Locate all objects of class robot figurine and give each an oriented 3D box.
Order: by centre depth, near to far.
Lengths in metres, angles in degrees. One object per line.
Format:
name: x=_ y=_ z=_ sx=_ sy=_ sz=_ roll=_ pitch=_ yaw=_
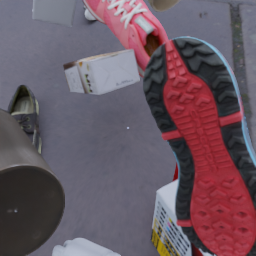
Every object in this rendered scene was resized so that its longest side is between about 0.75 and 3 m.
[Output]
robot figurine: x=-0.442 y=1.711 z=3.363 sx=1.028 sy=0.580 sz=0.872 roll=11 pitch=6 yaw=27

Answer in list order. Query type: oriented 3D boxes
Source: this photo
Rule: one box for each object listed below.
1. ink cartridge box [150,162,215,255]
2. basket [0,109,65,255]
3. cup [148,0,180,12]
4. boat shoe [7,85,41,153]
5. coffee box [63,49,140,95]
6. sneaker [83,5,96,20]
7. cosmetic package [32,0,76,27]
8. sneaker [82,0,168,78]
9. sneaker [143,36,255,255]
ink cartridge box: x=0.996 y=1.688 z=4.721 sx=0.864 sy=2.060 sz=1.809 roll=-25 pitch=53 yaw=-19
basket: x=-1.609 y=0.646 z=3.406 sx=1.804 sy=1.227 sz=1.627 roll=17 pitch=88 yaw=50
cup: x=0.855 y=-3.874 z=7.096 sx=1.433 sy=1.433 sz=1.025 roll=-32 pitch=72 yaw=-24
boat shoe: x=-2.726 y=-0.094 z=7.076 sx=0.911 sy=0.806 sz=2.488 roll=-11 pitch=50 yaw=-10
coffee box: x=-0.623 y=-1.160 z=5.873 sx=0.941 sy=0.656 sz=1.646 roll=-22 pitch=19 yaw=-27
sneaker: x=-1.506 y=-4.829 z=11.410 sx=0.687 sy=0.646 sz=1.678 roll=-6 pitch=42 yaw=25
cosmetic package: x=-1.821 y=-4.250 z=7.353 sx=1.208 sy=2.679 sz=1.431 roll=3 pitch=43 yaw=-19
sneaker: x=0.129 y=-2.176 z=5.542 sx=1.073 sy=2.912 sz=1.263 roll=-41 pitch=20 yaw=-1
sneaker: x=0.919 y=0.204 z=2.757 sx=0.897 sy=2.262 sz=1.081 roll=-7 pitch=17 yaw=29
